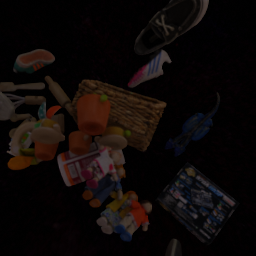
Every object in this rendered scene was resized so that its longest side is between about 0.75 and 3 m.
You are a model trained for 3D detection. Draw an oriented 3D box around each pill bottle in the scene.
[{"bbox_3d":[-0.931,0.840,7.167,1.560,0.855,0.855,-18,66,-9],"label":"pill bottle"}]

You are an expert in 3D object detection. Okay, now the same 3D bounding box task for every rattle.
[{"bbox_3d":[-2.387,0.105,7.066,1.121,1.230,1.722,35,92,16],"label":"rattle"}]

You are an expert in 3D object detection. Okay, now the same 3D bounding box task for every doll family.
[{"bbox_3d":[-0.320,1.390,6.095,1.267,0.920,2.041,-35,95,-51],"label":"doll family"}]

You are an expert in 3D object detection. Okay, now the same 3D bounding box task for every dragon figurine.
[{"bbox_3d":[1.745,-0.017,7.166,0.556,0.939,1.889,46,115,10],"label":"dragon figurine"}]

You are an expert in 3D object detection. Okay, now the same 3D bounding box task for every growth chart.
[{"bbox_3d":[-2.961,0.416,7.695,0.589,0.072,0.814,19,68,4],"label":"growth chart"}]

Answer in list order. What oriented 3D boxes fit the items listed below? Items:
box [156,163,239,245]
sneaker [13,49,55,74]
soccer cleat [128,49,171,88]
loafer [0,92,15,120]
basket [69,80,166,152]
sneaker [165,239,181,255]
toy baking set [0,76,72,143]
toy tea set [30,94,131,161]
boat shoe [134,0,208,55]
[{"bbox_3d":[1.693,1.842,6.949,1.597,0.367,1.269,38,70,17],"label":"box"},{"bbox_3d":[-2.907,-2.011,8.603,0.513,0.575,1.439,56,37,1],"label":"sneaker"},{"bbox_3d":[0.654,-1.658,8.408,0.643,0.520,1.490,42,103,-13],"label":"soccer cleat"},{"bbox_3d":[-4.273,-0.976,7.984,2.604,0.909,0.910,29,94,9],"label":"loafer"},{"bbox_3d":[-0.222,-0.649,7.407,2.203,1.573,1.641,21,70,13],"label":"basket"},{"bbox_3d":[1.204,3.258,6.243,0.748,0.527,1.409,10,71,-2],"label":"sneaker"},{"bbox_3d":[-2.801,-0.711,8.229,1.968,0.298,2.564,-29,68,-13],"label":"toy baking set"},{"bbox_3d":[-1.281,-0.034,6.495,2.533,1.506,0.937,-11,55,16],"label":"toy tea set"},{"bbox_3d":[1.136,-2.904,8.051,0.957,2.708,0.862,50,55,-6],"label":"boat shoe"}]
